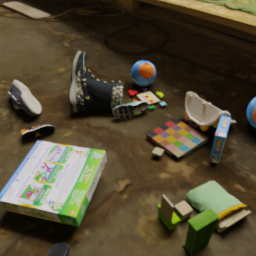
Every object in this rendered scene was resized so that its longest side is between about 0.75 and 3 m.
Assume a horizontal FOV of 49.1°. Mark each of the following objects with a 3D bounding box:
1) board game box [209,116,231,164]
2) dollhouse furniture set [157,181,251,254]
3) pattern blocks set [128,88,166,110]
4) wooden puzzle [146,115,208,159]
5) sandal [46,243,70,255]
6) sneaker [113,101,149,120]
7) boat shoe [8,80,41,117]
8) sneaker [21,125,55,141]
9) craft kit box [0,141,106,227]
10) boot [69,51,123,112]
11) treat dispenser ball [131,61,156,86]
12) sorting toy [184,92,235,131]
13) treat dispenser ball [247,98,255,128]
[{"bbox_3d":[3.157,0.401,9.626,0.336,1.177,1.202,16,41,19],"label":"board game box"},{"bbox_3d":[2.114,2.016,7.553,2.261,1.134,1.481,-20,42,-24],"label":"dollhouse furniture set"},{"bbox_3d":[0.897,-1.329,12.732,1.517,0.140,1.726,-12,39,-15],"label":"pattern blocks set"},{"bbox_3d":[1.832,0.362,10.485,2.766,0.194,1.640,-26,45,-31],"label":"wooden puzzle"},{"bbox_3d":[-1.722,3.236,6.308,0.661,0.397,1.759,-3,8,7],"label":"sandal"},{"bbox_3d":[0.079,-0.765,11.781,1.628,0.631,0.649,-13,20,-24],"label":"sneaker"},{"bbox_3d":[-4.575,-1.131,12.206,0.805,0.932,2.566,-49,52,8],"label":"boat shoe"},{"bbox_3d":[-3.455,0.071,10.669,1.266,0.443,0.569,-18,34,-25],"label":"sneaker"},{"bbox_3d":[-2.132,1.495,8.266,2.389,0.587,2.419,6,42,15],"label":"craft kit box"},{"bbox_3d":[-1.348,-2.011,12.381,2.291,1.095,3.034,2,64,-1],"label":"boot"},{"bbox_3d":[0.744,-2.647,13.610,1.214,1.214,1.214,0,38,0],"label":"treat dispenser ball"},{"bbox_3d":[3.316,-0.512,11.016,1.706,1.012,1.895,5,25,-36],"label":"sorting toy"},{"bbox_3d":[5.331,-0.589,10.758,1.436,1.436,1.436,0,38,0],"label":"treat dispenser ball"}]
